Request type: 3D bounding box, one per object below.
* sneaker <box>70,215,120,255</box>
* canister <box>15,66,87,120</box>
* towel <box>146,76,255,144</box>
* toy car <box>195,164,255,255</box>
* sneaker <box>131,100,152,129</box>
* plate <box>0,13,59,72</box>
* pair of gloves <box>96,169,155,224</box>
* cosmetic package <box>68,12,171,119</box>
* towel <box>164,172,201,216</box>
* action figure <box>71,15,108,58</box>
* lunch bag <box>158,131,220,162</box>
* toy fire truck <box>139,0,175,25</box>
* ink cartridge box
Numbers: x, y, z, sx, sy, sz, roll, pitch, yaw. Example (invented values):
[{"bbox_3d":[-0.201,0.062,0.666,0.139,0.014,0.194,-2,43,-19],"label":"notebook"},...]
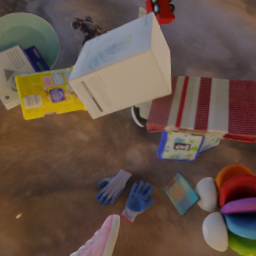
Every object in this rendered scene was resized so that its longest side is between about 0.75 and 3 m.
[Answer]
[{"bbox_3d":[-0.958,2.693,5.743,1.147,0.826,2.195,19,60,7],"label":"sneaker"},{"bbox_3d":[-2.156,-1.057,8.222,1.979,0.856,1.470,-13,56,-20],"label":"canister"},{"bbox_3d":[1.959,-0.536,6.700,2.790,0.317,2.010,7,47,14],"label":"towel"},{"bbox_3d":[2.481,1.700,6.100,1.683,1.442,1.923,-2,54,-2],"label":"toy car"},{"bbox_3d":[0.664,-1.261,8.470,1.054,1.143,2.859,3,55,0],"label":"sneaker"},{"bbox_3d":[-3.580,-2.744,9.576,2.436,0.311,2.436,1,83,-9],"label":"plate"},{"bbox_3d":[-0.083,1.620,6.957,1.400,0.160,1.126,30,59,19],"label":"pair of gloves"},{"bbox_3d":[-0.110,-1.662,7.370,2.188,1.345,2.182,-16,38,20],"label":"cosmetic package"},{"bbox_3d":[1.264,1.570,6.695,0.633,0.094,0.863,-52,45,17],"label":"towel"},{"bbox_3d":[-1.344,-3.265,10.062,1.473,0.786,2.264,4,60,-23],"label":"action figure"},{"bbox_3d":[1.607,0.094,7.252,1.735,1.475,1.105,-20,56,-15],"label":"lunch bag"},{"bbox_3d":[0.768,-3.794,9.270,0.623,1.803,2.557,-12,89,-23],"label":"toy fire truck"},{"bbox_3d":[-3.452,-1.758,8.991,1.862,0.378,1.858,-31,75,-20],"label":"ink cartridge box"}]
